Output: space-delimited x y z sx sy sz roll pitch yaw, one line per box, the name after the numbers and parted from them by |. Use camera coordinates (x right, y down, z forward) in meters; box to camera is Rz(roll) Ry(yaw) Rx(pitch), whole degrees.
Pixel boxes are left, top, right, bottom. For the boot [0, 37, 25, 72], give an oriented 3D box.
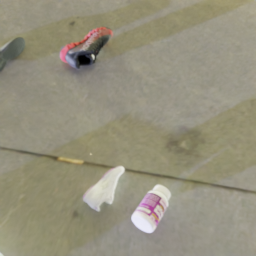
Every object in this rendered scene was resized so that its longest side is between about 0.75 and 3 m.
-5.500 -3.290 11.841 1.365 0.708 2.090 24 61 19 | boot

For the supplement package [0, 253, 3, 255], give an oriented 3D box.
-3.941 3.487 7.523 1.111 0.632 0.609 38 42 5 | supplement package

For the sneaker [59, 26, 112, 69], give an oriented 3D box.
-1.535 -3.292 11.689 2.522 0.892 1.232 -36 65 -17 | sneaker

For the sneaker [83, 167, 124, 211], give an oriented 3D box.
-0.636 1.922 8.895 0.801 0.602 1.609 44 73 9 | sneaker

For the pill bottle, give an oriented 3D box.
0.738 2.368 8.343 0.741 0.741 1.319 29 52 16 | pill bottle
